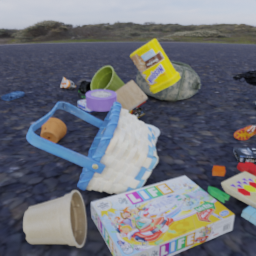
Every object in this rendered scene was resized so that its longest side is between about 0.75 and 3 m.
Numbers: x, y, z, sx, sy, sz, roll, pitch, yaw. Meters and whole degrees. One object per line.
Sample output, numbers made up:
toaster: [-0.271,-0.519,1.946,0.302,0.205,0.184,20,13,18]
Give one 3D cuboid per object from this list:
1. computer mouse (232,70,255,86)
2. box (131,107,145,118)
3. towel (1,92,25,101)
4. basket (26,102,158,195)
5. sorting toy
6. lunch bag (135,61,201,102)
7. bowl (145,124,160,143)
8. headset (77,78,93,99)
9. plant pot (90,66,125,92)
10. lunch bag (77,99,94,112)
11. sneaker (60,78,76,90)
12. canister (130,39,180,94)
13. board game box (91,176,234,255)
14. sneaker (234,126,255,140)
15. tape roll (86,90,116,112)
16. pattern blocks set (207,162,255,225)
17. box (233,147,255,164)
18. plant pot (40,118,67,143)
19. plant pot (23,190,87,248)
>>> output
computer mouse: [3.342,-1.224,7.001,1.212,0.320,0.840,15,-1,-19]
box: [0.223,-0.524,11.121,0.783,0.193,0.625,-31,23,-5]
towel: [-5.906,-1.656,14.371,0.614,0.267,1.101,8,23,21]
basket: [-0.755,0.347,6.704,2.764,1.923,2.437,30,21,-6]
sorting toy: [-0.006,-1.066,10.961,1.254,0.439,1.261,-34,49,-1]
lunch bag: [2.041,-2.488,14.454,2.321,1.928,2.767,3,16,-37]
bowl: [0.263,0.406,8.658,1.424,0.640,1.424,-2,21,1]
headset: [-1.904,-2.040,15.006,1.344,1.022,2.176,0,36,10]
plant pot: [-0.714,-1.769,12.129,1.270,1.337,1.337,33,-4,-42]
lunch bag: [-1.785,-1.010,12.609,0.821,0.387,1.024,-21,31,-38]
sneaker: [-3.497,-2.498,16.216,0.599,0.607,1.551,14,12,-30]
canister: [1.030,-2.394,10.981,1.321,1.779,0.770,-22,19,43]
board game box: [0.636,1.761,5.579,2.364,0.405,1.589,-11,24,-25]
sneaker: [4.029,0.202,9.709,1.097,0.400,0.423,-12,-1,-29]
tape roll: [-0.918,-0.947,9.592,1.051,0.447,1.051,1,25,0]
pattern blocks set: [2.833,1.420,6.344,2.337,0.189,2.054,-4,26,-35]
box: [3.603,0.818,8.268,0.842,0.183,0.674,3,22,8]
plant pot: [-2.508,0.163,9.229,0.820,0.820,0.574,3,39,8]
plant pot: [-1.347,1.725,5.139,0.924,1.009,1.009,-11,21,5]
